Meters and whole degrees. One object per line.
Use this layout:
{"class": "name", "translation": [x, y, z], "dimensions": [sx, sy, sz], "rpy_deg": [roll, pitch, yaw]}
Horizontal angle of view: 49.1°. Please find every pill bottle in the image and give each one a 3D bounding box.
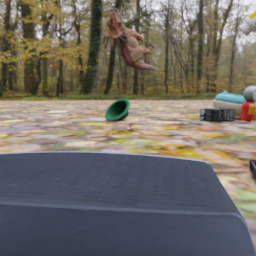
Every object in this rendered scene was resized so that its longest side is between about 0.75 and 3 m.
{"class": "pill bottle", "translation": [4.423, -3.673, 9.508], "dimensions": [1.202, 0.627, 0.627], "rpy_deg": [-37, -7, 21]}

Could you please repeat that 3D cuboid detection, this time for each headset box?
{"class": "headset box", "translation": [3.618, -0.530, 11.311], "dimensions": [1.099, 0.510, 0.957], "rpy_deg": [-4, 8, -34]}

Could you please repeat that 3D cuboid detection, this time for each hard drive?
{"class": "hard drive", "translation": [-0.407, 0.573, 2.188], "dimensions": [2.393, 0.506, 1.614], "rpy_deg": [1, 7, 8]}

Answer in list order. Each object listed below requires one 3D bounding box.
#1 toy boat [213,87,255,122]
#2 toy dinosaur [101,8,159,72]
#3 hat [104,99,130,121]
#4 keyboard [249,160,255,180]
{"class": "toy boat", "translation": [4.793, -1.034, 11.556], "dimensions": [2.376, 1.314, 2.827], "rpy_deg": [10, 10, 10]}
{"class": "toy dinosaur", "translation": [0.000, -2.586, 9.106], "dimensions": [0.998, 2.325, 1.576], "rpy_deg": [-28, 7, 36]}
{"class": "hat", "translation": [-0.175, -0.431, 11.918], "dimensions": [1.185, 1.260, 1.431], "rpy_deg": [-7, 45, 31]}
{"class": "keyboard", "translation": [2.406, 0.586, 3.476], "dimensions": [1.625, 0.208, 0.976], "rpy_deg": [2, 14, 13]}
